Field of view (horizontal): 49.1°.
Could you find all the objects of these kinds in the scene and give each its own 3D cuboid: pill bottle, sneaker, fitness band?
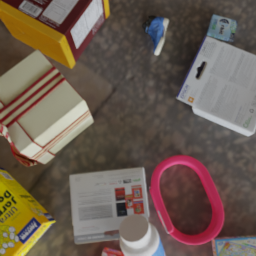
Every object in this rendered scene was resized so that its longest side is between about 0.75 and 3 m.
[{"bbox_3d":[0.358,3.027,7.188,1.007,1.794,1.007,-10,39,8],"label":"pill bottle"},{"bbox_3d":[0.925,-3.542,10.593,0.921,0.636,1.656,15,72,-2],"label":"sneaker"},{"bbox_3d":[1.884,2.317,9.141,2.061,0.537,2.869,-19,77,-8],"label":"fitness band"}]

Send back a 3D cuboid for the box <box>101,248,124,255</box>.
[{"bbox_3d":[-0.583,4.557,8.348,0.777,0.842,1.642,14,74,3],"label":"box"}]

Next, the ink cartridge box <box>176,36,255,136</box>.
[{"bbox_3d":[3.538,-1.558,10.096,2.910,0.591,2.904,26,77,7],"label":"ink cartridge box"}]

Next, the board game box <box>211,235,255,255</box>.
[{"bbox_3d":[3.756,4.122,8.703,2.097,0.359,1.410,-3,75,-1],"label":"board game box"}]

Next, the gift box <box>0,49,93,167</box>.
[{"bbox_3d":[-2.989,-0.580,8.744,2.655,2.843,2.623,-41,74,-9],"label":"gift box"}]

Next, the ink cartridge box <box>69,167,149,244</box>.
[{"bbox_3d":[-0.567,2.416,8.835,2.327,0.976,2.043,-5,75,-1],"label":"ink cartridge box"}]

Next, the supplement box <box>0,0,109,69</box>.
[{"bbox_3d":[-2.614,-4.299,10.152,2.803,1.887,2.842,30,77,8],"label":"supplement box"}]

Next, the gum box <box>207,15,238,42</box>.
[{"bbox_3d":[3.664,-3.880,10.914,0.998,0.222,0.848,17,76,4],"label":"gum box"}]

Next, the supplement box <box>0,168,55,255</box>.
[{"bbox_3d":[-3.780,2.522,8.567,2.623,1.436,1.427,40,79,9],"label":"supplement box"}]
